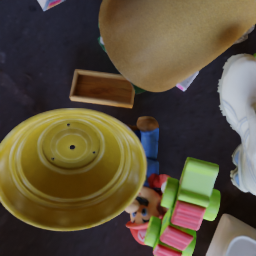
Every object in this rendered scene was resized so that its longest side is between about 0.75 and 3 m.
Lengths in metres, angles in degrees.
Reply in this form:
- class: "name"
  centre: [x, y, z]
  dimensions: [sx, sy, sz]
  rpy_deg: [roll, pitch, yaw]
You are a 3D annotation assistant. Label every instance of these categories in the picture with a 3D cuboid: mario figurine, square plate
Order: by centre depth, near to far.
- class: "square plate"
  centre: [3.035, 3.877, 6.725]
  dimensions: [2.627, 0.377, 2.652]
  rpy_deg: [27, 77, 7]
- class: "mario figurine"
  centre: [0.249, 1.225, 6.744]
  dimensions: [1.578, 1.838, 2.977]
  rpy_deg: [-2, 70, -13]

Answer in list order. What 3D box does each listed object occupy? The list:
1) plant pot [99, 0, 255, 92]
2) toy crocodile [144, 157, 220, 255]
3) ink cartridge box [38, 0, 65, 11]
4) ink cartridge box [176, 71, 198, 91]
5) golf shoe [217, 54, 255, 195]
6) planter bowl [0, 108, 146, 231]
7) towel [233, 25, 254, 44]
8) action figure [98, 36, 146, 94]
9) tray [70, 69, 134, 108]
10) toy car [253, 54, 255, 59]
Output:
- class: "plant pot"
  centre: [1.286, -2.404, 5.648]
  dimensions: [2.703, 2.900, 2.703]
  rpy_deg: [8, 76, -35]
- class: "toy crocodile"
  centre: [0.932, 1.753, 5.093]
  dimensions: [0.957, 0.876, 2.836]
  rpy_deg: [18, 120, 5]
- class: "ink cartridge box"
  centre: [-0.877, -2.959, 5.169]
  dimensions: [1.871, 1.277, 0.714]
  rpy_deg: [-33, 113, -9]
- class: "ink cartridge box"
  centre: [1.390, -1.705, 8.279]
  dimensions: [1.186, 0.249, 0.708]
  rpy_deg: [37, 78, 6]
- class: "golf shoe"
  centre: [2.133, -0.036, 4.380]
  dimensions: [0.927, 1.150, 2.366]
  rpy_deg: [-14, 96, -8]
- class: "planter bowl"
  centre: [-0.868, 0.506, 4.413]
  dimensions: [2.182, 0.909, 2.182]
  rpy_deg: [-5, 120, -9]
- class: "towel"
  centre: [2.249, -3.341, 8.353]
  dimensions: [2.349, 1.005, 1.945]
  rpy_deg: [-11, 77, -4]
- class: "action figure"
  centre: [-0.026, -2.319, 8.123]
  dimensions: [1.559, 0.722, 2.639]
  rpy_deg: [-37, 66, -16]
- class: "tray"
  centre: [-0.705, -1.129, 8.087]
  dimensions: [1.784, 0.330, 0.880]
  rpy_deg: [7, 76, 3]
- class: "toy car"
  centre: [3.427, -1.180, 7.757]
  dimensions: [1.065, 1.109, 1.350]
  rpy_deg: [32, 88, 8]
